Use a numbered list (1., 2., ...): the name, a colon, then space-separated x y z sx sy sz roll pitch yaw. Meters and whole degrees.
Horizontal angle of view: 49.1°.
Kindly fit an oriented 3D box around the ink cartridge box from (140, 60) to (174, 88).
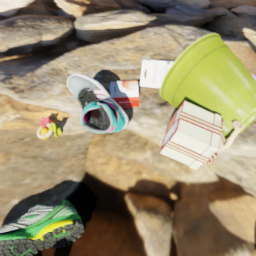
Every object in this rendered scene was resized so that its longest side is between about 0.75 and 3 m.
1. ink cartridge box: 1.249 -1.967 10.267 1.688 0.979 0.573 3 17 -10

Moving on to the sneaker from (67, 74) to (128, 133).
1. sneaker: -1.152 -0.685 8.467 2.402 1.004 1.450 41 21 4

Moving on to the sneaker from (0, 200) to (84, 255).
1. sneaker: -2.226 2.307 6.273 2.298 0.897 0.979 -9 36 -22

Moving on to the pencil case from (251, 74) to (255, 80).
1. pencil case: 4.380 -1.373 9.777 1.160 1.182 2.765 -26 50 -30

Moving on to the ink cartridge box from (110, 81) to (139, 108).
1. ink cartridge box: -0.139 -1.246 10.270 1.045 0.323 1.288 -2 41 -2

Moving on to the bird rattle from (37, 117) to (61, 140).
1. bird rattle: -2.600 0.021 8.873 0.873 0.492 0.712 24 65 27

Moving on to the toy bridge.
1. toy bridge: 2.623 0.367 7.838 0.200 1.468 0.494 11 54 -28

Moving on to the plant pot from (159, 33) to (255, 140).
1. plant pot: 2.792 -1.046 8.686 2.629 2.629 2.531 -30 66 -27

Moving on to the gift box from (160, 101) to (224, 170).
1. gift box: 1.761 0.229 7.353 1.323 1.417 1.307 24 57 -4
